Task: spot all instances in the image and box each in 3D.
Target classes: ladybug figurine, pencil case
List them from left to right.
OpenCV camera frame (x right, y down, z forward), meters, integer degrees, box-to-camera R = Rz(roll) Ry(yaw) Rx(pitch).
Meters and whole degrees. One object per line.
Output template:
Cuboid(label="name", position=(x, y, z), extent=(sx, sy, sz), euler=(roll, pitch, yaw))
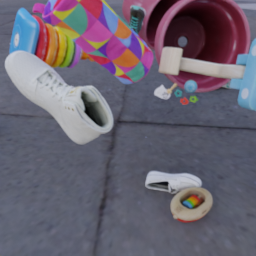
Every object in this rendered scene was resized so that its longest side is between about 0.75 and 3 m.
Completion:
Cuboid(label="pencil case", position=(-0.537, -1.831, 5.494), extent=(2.414, 1.067, 1.067), euler=(33, 8, -39))
Cuboid(label="ladybug figurine", position=(1.378, 1.724, 6.166), extent=(1.103, 0.397, 0.748), euler=(-21, 38, -31))

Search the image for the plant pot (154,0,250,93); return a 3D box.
Cuboid(label="plant pot", position=(1.756, -2.358, 7.716), extent=(2.337, 2.337, 2.092), euler=(-4, 22, -6))

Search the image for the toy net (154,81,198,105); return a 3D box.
Cuboid(label="toy net", position=(0.933, -0.669, 5.485), extent=(0.826, 0.434, 0.160), euler=(-4, 16, 16))

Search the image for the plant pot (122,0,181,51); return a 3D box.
Cuboid(label="plant pot", position=(0.782, -3.846, 9.384), extent=(1.940, 1.940, 1.736), euler=(-21, 49, -30))

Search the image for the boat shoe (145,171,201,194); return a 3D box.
Cuboid(label="boat shoe", position=(1.071, 1.381, 6.738), extent=(1.327, 0.488, 0.434), euler=(0, 34, 20))

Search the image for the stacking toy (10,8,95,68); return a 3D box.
Cuboid(label="stacking toy", position=(-1.882, -2.237, 7.984), extent=(2.597, 1.425, 1.507), euler=(0, 34, -40))

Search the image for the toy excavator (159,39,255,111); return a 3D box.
Cuboid(label="toy excavator", position=(2.273, -0.951, 5.171), extent=(2.841, 1.460, 2.922), euler=(6, 10, -15))

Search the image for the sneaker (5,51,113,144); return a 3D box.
Cuboid(label="sneaker", position=(-1.212, -0.713, 5.244), extent=(1.325, 2.292, 0.844), euler=(-21, 27, 56))

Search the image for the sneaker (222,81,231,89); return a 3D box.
Cuboid(label="sneaker", position=(3.978, -2.085, 12.195), extent=(1.709, 0.663, 0.779), euler=(-6, 28, -12))

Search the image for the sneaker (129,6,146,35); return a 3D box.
Cuboid(label="sneaker", position=(0.218, -2.944, 7.894), extent=(0.466, 0.548, 1.202), euler=(15, -9, 5))
